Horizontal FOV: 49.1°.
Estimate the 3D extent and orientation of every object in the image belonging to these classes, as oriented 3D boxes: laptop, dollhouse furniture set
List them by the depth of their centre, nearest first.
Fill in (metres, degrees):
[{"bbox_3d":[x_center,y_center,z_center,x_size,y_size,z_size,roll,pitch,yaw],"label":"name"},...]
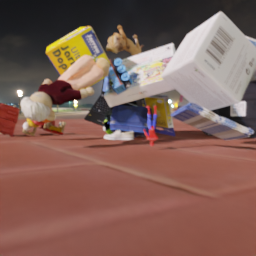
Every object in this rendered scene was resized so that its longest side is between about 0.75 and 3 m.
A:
[{"bbox_3d":[-4.073,-0.070,11.137,2.686,1.092,1.446,18,-8,-31],"label":"dollhouse furniture set"},{"bbox_3d":[-0.447,-1.186,11.279,2.046,2.308,1.192,19,-33,18],"label":"laptop"}]

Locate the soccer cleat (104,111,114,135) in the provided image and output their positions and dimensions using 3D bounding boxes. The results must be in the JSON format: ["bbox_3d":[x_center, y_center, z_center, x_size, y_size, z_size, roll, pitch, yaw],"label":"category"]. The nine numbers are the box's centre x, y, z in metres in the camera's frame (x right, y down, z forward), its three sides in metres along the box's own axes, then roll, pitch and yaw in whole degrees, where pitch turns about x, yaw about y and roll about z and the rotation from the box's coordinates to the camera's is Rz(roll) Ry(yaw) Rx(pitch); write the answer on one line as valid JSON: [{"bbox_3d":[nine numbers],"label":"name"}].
[{"bbox_3d":[-0.749,-0.256,10.845,0.413,1.223,0.496,-26,-40,19],"label":"soccer cleat"}]

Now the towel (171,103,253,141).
[{"bbox_3d":[1.887,-0.111,6.478,1.607,0.191,1.180,23,-11,-6],"label":"towel"}]

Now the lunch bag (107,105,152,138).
[{"bbox_3d":[0.052,-0.170,9.894,1.567,1.037,1.064,4,-11,9],"label":"lunch bag"}]

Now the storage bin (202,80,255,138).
[{"bbox_3d":[4.429,-0.686,10.597,2.987,2.019,1.400,2,3,37],"label":"storage bin"}]

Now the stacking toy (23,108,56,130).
[{"bbox_3d":[-2.901,-0.263,8.828,1.075,0.785,0.785,-39,-7,14],"label":"stacking toy"}]

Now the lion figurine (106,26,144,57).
[{"bbox_3d":[0.012,-3.236,11.102,2.017,1.235,0.731,11,-40,-36],"label":"lion figurine"}]

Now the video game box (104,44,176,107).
[{"bbox_3d":[0.451,-1.683,8.799,2.232,0.522,2.033,-14,37,18],"label":"video game box"}]

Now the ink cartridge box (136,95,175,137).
[{"bbox_3d":[0.982,-0.458,10.498,0.371,1.579,1.560,-24,21,-35],"label":"ink cartridge box"}]

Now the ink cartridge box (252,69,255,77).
[{"bbox_3d":[4.181,-2.179,9.656,1.853,0.438,1.483,16,8,-24],"label":"ink cartridge box"}]

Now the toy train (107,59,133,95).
[{"bbox_3d":[-0.304,-1.513,8.068,0.618,1.082,0.469,-27,-26,5],"label":"toy train"}]

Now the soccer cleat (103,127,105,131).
[{"bbox_3d":[-0.528,-0.150,12.924,0.825,0.737,2.127,-4,5,13],"label":"soccer cleat"}]

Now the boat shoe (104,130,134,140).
[{"bbox_3d":[-0.304,0.233,9.200,0.992,0.326,0.357,0,3,9],"label":"boat shoe"}]

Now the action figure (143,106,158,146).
[{"bbox_3d":[0.536,-0.030,6.719,0.308,0.943,0.467,0,-4,-11],"label":"action figure"}]

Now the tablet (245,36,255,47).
[{"bbox_3d":[3.708,-2.492,10.359,1.313,0.138,2.018,8,-44,-23],"label":"tablet"}]

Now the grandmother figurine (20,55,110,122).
[{"bbox_3d":[-1.648,-1.033,7.131,1.588,0.793,2.618,5,37,35],"label":"grandmother figurine"}]

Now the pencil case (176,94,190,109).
[{"bbox_3d":[2.321,-1.545,9.743,0.848,2.039,0.925,14,-2,11],"label":"pencil case"}]

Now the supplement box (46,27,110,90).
[{"bbox_3d":[-1.703,-2.348,9.472,1.540,1.530,2.812,-32,23,-3],"label":"supplement box"}]

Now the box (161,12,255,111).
[{"bbox_3d":[1.985,-1.484,6.747,1.566,1.559,1.342,38,-21,-17],"label":"box"}]
